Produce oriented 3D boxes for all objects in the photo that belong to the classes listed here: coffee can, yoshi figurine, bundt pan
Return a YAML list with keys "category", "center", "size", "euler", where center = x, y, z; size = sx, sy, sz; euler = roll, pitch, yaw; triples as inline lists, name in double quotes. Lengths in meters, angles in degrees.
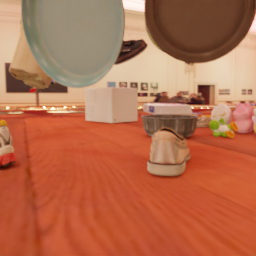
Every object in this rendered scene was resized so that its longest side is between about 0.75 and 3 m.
- category: "coffee can"
  center: [1.115, -2.092, 5.120]
  size: [1.642, 1.642, 2.243]
  euler: [0, 17, 4]
- category: "yoshi figurine"
  center: [3.028, -0.002, 9.194]
  size: [0.623, 0.621, 1.109]
  euler: [-9, 5, -15]
- category: "bundt pan"
  center: [1.339, -0.052, 9.089]
  size: [1.848, 0.694, 1.848]
  euler: [0, 5, 0]

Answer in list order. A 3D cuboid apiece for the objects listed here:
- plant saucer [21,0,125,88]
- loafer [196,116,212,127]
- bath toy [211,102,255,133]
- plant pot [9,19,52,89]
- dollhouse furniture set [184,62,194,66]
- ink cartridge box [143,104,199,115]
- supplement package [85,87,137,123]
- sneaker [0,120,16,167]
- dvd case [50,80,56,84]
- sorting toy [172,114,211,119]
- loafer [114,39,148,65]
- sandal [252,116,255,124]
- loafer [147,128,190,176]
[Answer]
- category: "plant saucer"
  center: [-1.062, -2.035, 5.325]
  size: [2.529, 2.529, 0.347]
  euler: [4, 20, 32]
- category: "loafer"
  center: [3.385, -0.320, 12.306]
  size: [1.694, 0.533, 0.609]
  euler: [-4, 7, -30]
- category: "bath toy"
  center: [4.244, -0.272, 9.836]
  size: [2.758, 1.199, 1.019]
  euler: [3, -35, 49]
- category: "plant pot"
  center: [-2.670, -2.130, 8.380]
  size: [1.764, 1.615, 1.764]
  euler: [17, -16, 5]
- category: "dollhouse furniture set"
  center: [1.856, -3.169, 10.174]
  size: [1.534, 1.216, 1.089]
  euler: [32, 10, 26]
- category: "ink cartridge box"
  center: [2.538, -1.133, 16.492]
  size: [2.811, 0.609, 2.760]
  euler: [-2, 6, -9]
- category: "supplement package"
  center: [-0.922, -1.236, 14.921]
  size: [1.772, 1.785, 2.352]
  euler: [-5, 8, -42]
- category: "sneaker"
  center: [-3.160, 0.210, 5.393]
  size: [2.317, 0.952, 0.902]
  euler: [1, 6, 17]
- category: "dvd case"
  center: [-2.608, -2.155, 10.749]
  size: [0.991, 0.122, 1.389]
  euler: [18, 52, 42]
- category: "sorting toy"
  center: [2.821, -0.408, 14.075]
  size: [2.740, 0.373, 1.543]
  euler: [1, 10, 11]
- category: "loafer"
  center: [-0.522, -3.235, 11.975]
  size: [2.827, 0.890, 1.016]
  euler: [-13, 37, 37]
- category: "sandal"
  center: [4.694, -0.071, 10.565]
  size: [0.687, 0.514, 1.792]
  euler: [-15, 34, -27]
- category: "loafer"
  center: [0.807, 0.310, 5.460]
  size: [0.836, 0.731, 2.327]
  euler: [1, 6, 9]
